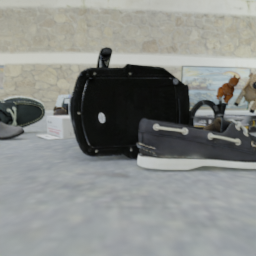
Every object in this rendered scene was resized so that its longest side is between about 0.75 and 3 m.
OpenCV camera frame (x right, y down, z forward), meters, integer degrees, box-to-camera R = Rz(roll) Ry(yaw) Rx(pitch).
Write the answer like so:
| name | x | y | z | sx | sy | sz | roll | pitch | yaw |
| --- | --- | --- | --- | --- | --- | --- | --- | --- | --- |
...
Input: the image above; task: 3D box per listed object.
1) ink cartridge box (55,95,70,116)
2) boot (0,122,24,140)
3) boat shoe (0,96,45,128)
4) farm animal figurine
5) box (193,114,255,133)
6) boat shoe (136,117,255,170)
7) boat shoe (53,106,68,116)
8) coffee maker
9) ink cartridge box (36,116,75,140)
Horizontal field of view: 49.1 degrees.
| name | x | y | z | sx | sy | sz | roll | pitch | yaw |
| --- | --- | --- | --- | --- | --- | --- | --- | --- | --- |
| ink cartridge box | -2.280 | -0.929 | 13.687 | 1.656 | 0.941 | 2.272 | 20 | -10 | -42 |
| boot | -3.308 | -0.188 | 6.889 | 1.373 | 0.904 | 0.479 | -1 | 19 | -3 |
| boat shoe | -3.728 | -0.277 | 8.012 | 2.928 | 1.107 | 0.883 | -13 | 21 | -32 |
| farm animal figurine | 4.210 | -0.924 | 8.414 | 2.201 | 1.370 | 2.725 | 8 | 25 | -34 |
| box | 2.813 | -0.146 | 9.042 | 2.221 | 0.537 | 1.759 | -3 | 6 | -34 |
| boat shoe | 1.262 | 0.185 | 3.999 | 2.310 | 0.697 | 0.853 | 0 | 4 | -4 |
| boat shoe | -2.990 | -0.574 | 12.647 | 0.824 | 0.811 | 2.211 | -1 | 5 | -18 |
| coffee maker | 0.050 | -0.258 | 5.606 | 2.478 | 1.738 | 2.580 | 22 | 1 | -13 |
| ink cartridge box | -1.585 | -0.045 | 7.720 | 1.659 | 0.553 | 0.961 | -3 | 7 | -40 |
